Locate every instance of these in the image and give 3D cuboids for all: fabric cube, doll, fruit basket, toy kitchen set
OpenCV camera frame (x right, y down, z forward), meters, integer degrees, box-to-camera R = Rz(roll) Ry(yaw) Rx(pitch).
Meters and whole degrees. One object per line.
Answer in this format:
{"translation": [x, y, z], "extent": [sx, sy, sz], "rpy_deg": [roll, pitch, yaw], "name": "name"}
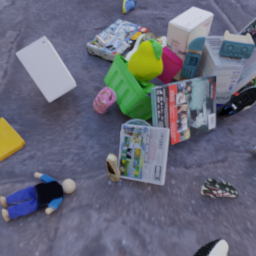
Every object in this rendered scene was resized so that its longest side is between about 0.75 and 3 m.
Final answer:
{"translation": [1.420, -2.341, 10.536], "extent": [0.941, 0.924, 0.938], "rpy_deg": [35, 29, -10], "name": "fabric cube"}
{"translation": [-2.519, 1.897, 8.002], "extent": [2.034, 0.493, 1.388], "rpy_deg": [-16, 53, -13], "name": "doll"}
{"translation": [0.519, -1.799, 9.813], "extent": [2.619, 1.889, 2.619], "rpy_deg": [-16, 63, 35], "name": "fruit basket"}
{"translation": [2.972, -1.961, 9.968], "extent": [2.081, 2.597, 1.530], "rpy_deg": [11, 48, 6], "name": "toy kitchen set"}

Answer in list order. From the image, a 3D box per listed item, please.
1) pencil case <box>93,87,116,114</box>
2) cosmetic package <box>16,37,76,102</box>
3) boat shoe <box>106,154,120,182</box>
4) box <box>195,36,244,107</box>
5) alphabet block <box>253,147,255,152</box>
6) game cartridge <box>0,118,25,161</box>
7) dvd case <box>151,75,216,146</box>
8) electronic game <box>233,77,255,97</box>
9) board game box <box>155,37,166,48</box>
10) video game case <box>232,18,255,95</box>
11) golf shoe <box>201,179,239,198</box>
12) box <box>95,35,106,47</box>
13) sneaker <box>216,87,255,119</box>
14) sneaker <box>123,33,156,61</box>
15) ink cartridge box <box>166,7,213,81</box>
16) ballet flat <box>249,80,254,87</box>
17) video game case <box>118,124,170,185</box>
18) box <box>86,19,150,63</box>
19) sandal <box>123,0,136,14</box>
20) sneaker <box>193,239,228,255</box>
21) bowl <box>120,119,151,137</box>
{"translation": [-0.853, -0.940, 9.876], "extent": [0.623, 1.440, 0.596], "rpy_deg": [35, 72, -7], "name": "pencil case"}
{"translation": [-2.811, -2.046, 9.906], "extent": [1.146, 1.859, 1.865], "rpy_deg": [-33, 16, -5], "name": "cosmetic package"}
{"translation": [-0.494, 1.222, 8.239], "extent": [0.377, 1.029, 0.322], "rpy_deg": [13, 39, 29], "name": "boat shoe"}
{"translation": [3.204, -2.073, 10.461], "extent": [1.032, 1.967, 1.809], "rpy_deg": [-3, 49, -7], "name": "box"}
{"translation": [4.571, 0.679, 8.726], "extent": [0.749, 0.753, 0.767], "rpy_deg": [-38, 88, -26], "name": "alphabet block"}
{"translation": [-4.445, 0.462, 9.444], "extent": [1.368, 0.252, 1.552], "rpy_deg": [-36, 60, -27], "name": "game cartridge"}
{"translation": [1.862, -0.559, 8.955], "extent": [2.629, 1.920, 0.289], "rpy_deg": [-17, 21, -29], "name": "dvd case"}
{"translation": [4.423, -1.590, 10.607], "extent": [1.103, 0.230, 1.103], "rpy_deg": [-26, 41, 25], "name": "electronic game"}
{"translation": [1.516, -3.789, 13.114], "extent": [0.861, 0.236, 1.365], "rpy_deg": [-9, 50, -9], "name": "board game box"}
{"translation": [4.355, -2.673, 10.509], "extent": [0.263, 2.255, 2.050], "rpy_deg": [16, 48, -31], "name": "video game case"}
{"translation": [2.659, 1.822, 8.156], "extent": [1.137, 0.501, 0.439], "rpy_deg": [19, 31, -13], "name": "golf shoe"}
{"translation": [-1.230, -3.895, 12.519], "extent": [0.158, 0.148, 0.764], "rpy_deg": [-3, 42, -39], "name": "box"}
{"translation": [3.793, -0.795, 9.591], "extent": [0.613, 1.677, 0.938], "rpy_deg": [55, 22, 7], "name": "sneaker"}
{"translation": [0.769, -3.101, 11.927], "extent": [1.137, 0.986, 2.565], "rpy_deg": [14, 55, 27], "name": "sneaker"}
{"translation": [2.367, -3.377, 11.336], "extent": [0.976, 2.358, 1.728], "rpy_deg": [35, 57, 25], "name": "ink cartridge box"}
{"translation": [4.538, -2.198, 11.343], "extent": [2.515, 0.821, 0.887], "rpy_deg": [34, 54, 26], "name": "ballet flat"}
{"translation": [0.425, 0.766, 8.310], "extent": [1.487, 0.180, 1.632], "rpy_deg": [6, 91, 24], "name": "video game case"}
{"translation": [-0.403, -4.070, 13.154], "extent": [1.849, 0.539, 2.701], "rpy_deg": [25, 54, 21], "name": "box"}
{"translation": [0.064, -6.838, 15.574], "extent": [0.645, 0.588, 1.480], "rpy_deg": [12, 51, 5], "name": "sandal"}
{"translation": [1.806, 3.689, 6.394], "extent": [1.088, 0.819, 2.327], "rpy_deg": [44, 56, 8], "name": "sneaker"}
{"translation": [0.272, 0.335, 9.167], "extent": [1.119, 0.585, 1.119], "rpy_deg": [2, 73, -6], "name": "bowl"}
